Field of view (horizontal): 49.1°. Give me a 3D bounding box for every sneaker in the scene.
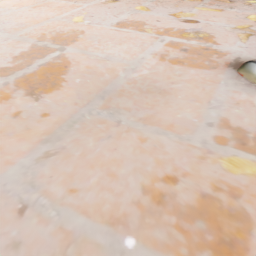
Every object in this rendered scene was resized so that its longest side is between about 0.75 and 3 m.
[{"bbox_3d":[3.078,-1.295,5.761,2.404,0.984,0.926,-6,41,-49],"label":"sneaker"}]
